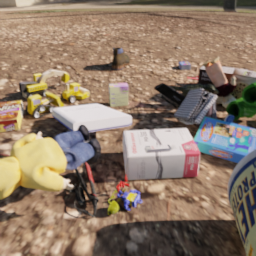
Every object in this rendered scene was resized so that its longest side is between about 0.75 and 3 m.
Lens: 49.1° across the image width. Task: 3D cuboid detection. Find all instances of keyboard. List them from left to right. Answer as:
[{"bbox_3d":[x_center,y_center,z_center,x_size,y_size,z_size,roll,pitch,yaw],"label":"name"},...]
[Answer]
[{"bbox_3d":[1.736,-1.112,10.521,1.726,0.178,1.097,30,-20,-16],"label":"keyboard"}]

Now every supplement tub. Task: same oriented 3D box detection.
[{"bbox_3d":[2.906,1.777,4.295,2.165,2.165,2.986,3,29,5],"label":"supplement tub"}]

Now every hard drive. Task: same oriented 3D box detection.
[{"bbox_3d":[-1.318,-0.381,9.268,1.816,0.349,2.753,-9,16,-26],"label":"hard drive"}]

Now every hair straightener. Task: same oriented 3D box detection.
[{"bbox_3d":[-1.110,1.528,6.792,0.651,0.346,1.691,-22,38,-6],"label":"hair straightener"}]

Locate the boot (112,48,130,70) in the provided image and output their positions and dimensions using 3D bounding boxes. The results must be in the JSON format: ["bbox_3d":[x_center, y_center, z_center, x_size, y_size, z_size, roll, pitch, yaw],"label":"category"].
[{"bbox_3d":[-0.372,-4.212,16.232,0.883,1.145,2.363,6,29,10],"label":"boot"}]

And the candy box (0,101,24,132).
[{"bbox_3d":[-4.368,-0.434,10.088,0.976,0.473,1.674,-7,28,-11],"label":"candy box"}]

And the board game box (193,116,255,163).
[{"bbox_3d":[2.935,0.357,8.386,1.722,0.388,1.310,17,45,21],"label":"board game box"}]

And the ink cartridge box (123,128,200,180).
[{"bbox_3d":[0.835,0.683,7.706,1.908,0.809,1.389,-4,29,-3],"label":"ink cartridge box"}]

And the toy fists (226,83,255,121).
[{"bbox_3d":[4.265,-0.906,9.167,1.221,2.395,0.823,-20,73,-10],"label":"toy fists"}]

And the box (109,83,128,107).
[{"bbox_3d":[-0.387,-1.336,11.327,0.744,0.846,0.409,-5,30,-8],"label":"box"}]

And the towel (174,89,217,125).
[{"bbox_3d":[2.165,-0.704,9.383,0.609,1.177,1.422,35,-2,-9],"label":"towel"}]

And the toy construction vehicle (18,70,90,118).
[{"bbox_3d":[-3.230,-1.600,11.645,2.819,0.993,2.455,-24,37,-36],"label":"toy construction vehicle"}]

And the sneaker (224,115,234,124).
[{"bbox_3d":[3.391,-0.016,9.347,0.497,0.438,1.115,17,47,24],"label":"sneaker"}]

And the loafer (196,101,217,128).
[{"bbox_3d":[2.819,-0.603,10.142,0.679,0.775,2.155,2,31,12],"label":"loafer"}]

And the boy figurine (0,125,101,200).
[{"bbox_3d":[-1.859,0.801,6.112,2.674,0.861,1.662,-24,59,-38],"label":"boy figurine"}]

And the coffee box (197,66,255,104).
[{"bbox_3d":[4.116,-1.729,11.506,2.400,1.357,0.958,16,32,25],"label":"coffee box"}]

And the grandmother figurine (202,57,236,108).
[{"bbox_3d":[3.649,-1.687,10.891,0.619,2.045,1.240,-33,12,-26],"label":"grandmother figurine"}]

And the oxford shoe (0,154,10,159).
[{"bbox_3d":[-3.015,0.933,7.103,1.316,0.492,0.464,-6,-21,33],"label":"oxford shoe"}]

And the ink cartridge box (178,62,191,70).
[{"bbox_3d":[3.185,-3.547,15.917,0.552,0.309,0.810,-1,27,-3],"label":"ink cartridge box"}]

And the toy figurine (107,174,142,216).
[{"bbox_3d":[0.013,1.601,6.373,0.610,0.537,1.018,16,33,17],"label":"toy figurine"}]

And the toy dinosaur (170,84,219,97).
[{"bbox_3d":[2.310,-1.440,11.206,2.393,0.568,1.055,-3,-16,0],"label":"toy dinosaur"}]

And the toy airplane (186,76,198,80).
[{"bbox_3d":[3.826,-2.390,13.726,2.050,0.377,2.050,1,29,0],"label":"toy airplane"}]
